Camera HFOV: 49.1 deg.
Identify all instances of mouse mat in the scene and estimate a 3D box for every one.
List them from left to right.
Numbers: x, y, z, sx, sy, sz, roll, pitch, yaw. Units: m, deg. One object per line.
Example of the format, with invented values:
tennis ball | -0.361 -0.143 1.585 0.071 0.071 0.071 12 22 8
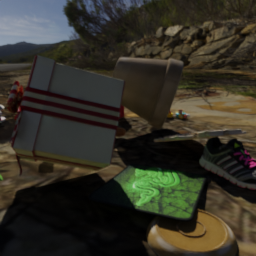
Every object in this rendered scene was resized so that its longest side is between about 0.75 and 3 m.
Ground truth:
mouse mat | 0.599 1.345 6.498 2.158 0.101 2.681 6 10 20

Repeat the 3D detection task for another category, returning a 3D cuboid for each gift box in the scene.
gift box | -1.573 -0.041 6.614 2.359 2.527 2.331 14 -21 -12

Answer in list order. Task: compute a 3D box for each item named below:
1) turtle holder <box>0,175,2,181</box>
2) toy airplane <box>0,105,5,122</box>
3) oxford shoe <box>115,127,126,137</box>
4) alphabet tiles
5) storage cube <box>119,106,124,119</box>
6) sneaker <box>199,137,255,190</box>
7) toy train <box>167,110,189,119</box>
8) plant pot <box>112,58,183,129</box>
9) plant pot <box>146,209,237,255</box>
turtle holder | -3.674 0.953 6.467 0.971 1.039 1.368 -35 66 -13
toy airplane | -6.264 -0.714 12.164 1.763 1.250 1.771 -9 18 -28
oxford shoe | -0.703 0.288 10.094 1.652 0.589 0.589 -2 -24 -43
alphabet tiles | 2.269 0.246 8.994 2.589 0.193 2.647 -4 -4 -20
storage cube | -0.999 -1.104 13.371 1.503 1.351 1.285 7 17 20
sneaker | 2.816 0.814 7.196 0.837 0.992 2.268 -11 19 -33
toy train | 2.267 -0.800 13.994 1.531 0.426 1.150 6 17 22
plant pot | 0.578 -1.628 11.152 2.424 2.793 2.793 17 16 0
plant pot | 1.114 1.849 4.983 1.573 0.216 1.573 -1 15 0
